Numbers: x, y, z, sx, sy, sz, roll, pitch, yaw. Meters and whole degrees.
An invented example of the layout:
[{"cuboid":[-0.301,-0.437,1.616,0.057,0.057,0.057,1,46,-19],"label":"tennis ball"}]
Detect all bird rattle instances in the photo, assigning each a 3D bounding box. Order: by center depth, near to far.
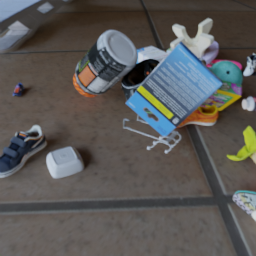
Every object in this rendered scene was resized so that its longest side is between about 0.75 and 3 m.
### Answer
[{"cuboid":[4.212,0.976,8.092,1.905,1.316,2.336,-4,35,-34],"label":"bird rattle"}]

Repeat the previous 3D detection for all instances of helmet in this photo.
[{"cuboid":[0.878,-1.441,10.778,1.999,1.906,1.999,-22,42,22],"label":"helmet"}]

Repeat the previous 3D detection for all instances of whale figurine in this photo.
[{"cuboid":[3.582,-1.812,11.384,2.240,1.162,1.782,-32,79,-3],"label":"whale figurine"}]

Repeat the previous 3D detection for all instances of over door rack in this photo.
[{"cuboid":[0.756,0.189,9.061,1.700,0.566,1.256,30,24,16],"label":"over door rack"}]

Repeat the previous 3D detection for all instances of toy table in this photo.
[{"cuboid":[3.344,-4.221,14.262,2.581,1.644,2.808,27,61,37],"label":"toy table"}]

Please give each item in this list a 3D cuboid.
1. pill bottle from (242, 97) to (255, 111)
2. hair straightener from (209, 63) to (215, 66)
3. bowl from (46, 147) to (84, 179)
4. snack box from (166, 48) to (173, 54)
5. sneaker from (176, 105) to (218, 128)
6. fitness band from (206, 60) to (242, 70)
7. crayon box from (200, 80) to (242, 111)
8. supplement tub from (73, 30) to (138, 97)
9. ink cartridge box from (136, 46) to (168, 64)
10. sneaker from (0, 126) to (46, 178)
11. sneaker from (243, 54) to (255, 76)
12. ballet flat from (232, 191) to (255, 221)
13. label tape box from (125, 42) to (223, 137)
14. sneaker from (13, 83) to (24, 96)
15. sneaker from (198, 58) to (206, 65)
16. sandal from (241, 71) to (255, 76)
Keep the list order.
[{"cuboid":[5.156,-0.978,11.271,1.001,0.563,0.563,-4,36,-5],"label":"pill bottle"},{"cuboid":[4.364,-3.134,14.184,0.533,0.284,1.386,13,18,13],"label":"hair straightener"},{"cuboid":[-1.957,0.996,8.659,1.055,0.394,1.053,-15,39,-22],"label":"bowl"},{"cuboid":[3.121,-4.250,15.986,1.575,0.417,1.120,18,39,24],"label":"snack box"},{"cuboid":[2.236,-0.528,10.410,2.216,0.855,0.809,-7,37,-7],"label":"sneaker"},{"cuboid":[4.881,-3.160,14.485,1.864,0.349,1.339,10,37,17],"label":"fitness band"},{"cuboid":[3.067,-1.292,10.471,1.701,1.468,0.496,14,69,-8],"label":"crayon box"},{"cuboid":[-0.954,-2.279,10.529,1.567,2.558,1.567,19,56,-31],"label":"supplement tub"},{"cuboid":[1.313,-3.655,14.879,1.246,0.730,1.724,-21,39,-27],"label":"ink cartridge box"},{"cuboid":[-3.452,0.650,8.800,0.799,0.809,2.037,18,40,21],"label":"sneaker"},{"cuboid":[4.532,-2.385,10.461,0.560,0.860,0.343,20,31,-34],"label":"sneaker"},{"cuboid":[3.770,2.176,6.661,2.486,0.894,0.894,11,37,16],"label":"ballet flat"},{"cuboid":[1.415,-1.182,8.947,1.799,2.495,0.790,42,24,-7],"label":"label tape box"},{"cuboid":[-4.908,-1.690,12.441,0.351,0.365,0.931,-2,35,-2],"label":"sneaker"},{"cuboid":[2.409,-2.438,11.605,0.778,2.221,1.205,-28,72,-13],"label":"sneaker"},{"cuboid":[6.123,-2.822,14.163,0.928,0.209,0.348,5,36,7],"label":"sandal"}]
